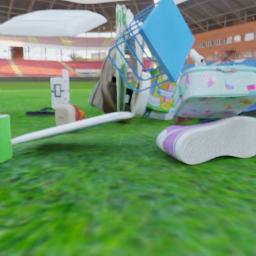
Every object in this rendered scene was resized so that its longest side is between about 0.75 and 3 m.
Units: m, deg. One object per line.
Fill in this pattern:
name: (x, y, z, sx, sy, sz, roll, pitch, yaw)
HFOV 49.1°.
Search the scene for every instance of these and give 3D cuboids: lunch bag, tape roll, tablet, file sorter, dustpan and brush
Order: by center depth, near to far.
file sorter: (0.438, -1.542, 5.163, 0.922, 1.043, 1.503, -15, 34, 39)
lunch bag: (1.603, -0.665, 5.498, 1.430, 0.687, 1.783, 2, -12, 0)
tablet: (-1.130, -0.008, 5.962, 2.329, 0.159, 1.515, -13, 0, 11)
dustpan and brush: (0.111, -2.662, 8.067, 0.680, 2.377, 1.659, 5, -34, 9)
tape roll: (0.368, -0.982, 8.322, 0.249, 1.363, 1.363, 11, 8, -7)
lunch bag: (3.624, -1.040, 10.328, 2.568, 1.699, 1.745, -10, -2, -44)

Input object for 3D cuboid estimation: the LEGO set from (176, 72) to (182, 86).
LEGO set: (1.703, -1.812, 11.574, 1.226, 0.992, 2.664, -35, 2, -23)

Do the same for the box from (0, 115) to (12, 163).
box: (-3.189, 0.312, 4.618, 1.636, 0.896, 1.854, 4, 11, 11)

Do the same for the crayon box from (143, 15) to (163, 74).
crayon box: (0.879, -2.493, 8.396, 0.395, 1.169, 1.355, -14, -27, 17)

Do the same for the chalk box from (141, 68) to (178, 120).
chalk box: (0.911, -1.116, 10.108, 1.090, 1.759, 1.098, 15, 1, -20)

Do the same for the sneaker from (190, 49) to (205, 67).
sneaker: (2.593, -2.565, 10.315, 0.329, 0.878, 0.437, -10, -20, -32)

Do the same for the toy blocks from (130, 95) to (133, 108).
toy blocks: (0.161, -1.234, 12.846, 0.859, 0.802, 0.723, -23, 23, 26)

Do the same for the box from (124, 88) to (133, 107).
box: (-0.108, -1.100, 10.552, 0.477, 0.770, 0.757, 13, 2, -5)

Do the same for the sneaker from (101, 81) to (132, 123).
sneaker: (-0.572, -0.725, 9.354, 0.844, 0.787, 2.235, -5, -29, 18)

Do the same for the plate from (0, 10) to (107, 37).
plate: (-2.546, -3.672, 9.665, 2.899, 0.469, 2.893, 7, 30, 15)

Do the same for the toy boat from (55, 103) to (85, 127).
toy boat: (-1.667, -0.346, 8.378, 0.789, 0.788, 1.207, -7, 12, -39)

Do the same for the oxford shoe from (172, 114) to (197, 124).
oxford shoe: (2.189, -0.502, 9.421, 1.373, 0.484, 0.514, -18, -13, 23)

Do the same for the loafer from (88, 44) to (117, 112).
loafer: (-0.676, -2.051, 11.802, 0.918, 2.919, 1.049, 32, 15, 24)

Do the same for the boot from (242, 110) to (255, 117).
boot: (5.710, -0.830, 12.369, 2.069, 0.722, 1.362, 15, 11, 17)

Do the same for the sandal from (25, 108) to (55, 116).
sandal: (-3.718, -0.709, 12.289, 1.550, 0.332, 0.589, -2, 10, -9)

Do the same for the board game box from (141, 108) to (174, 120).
board game box: (1.447, -0.621, 11.748, 1.540, 0.334, 1.533, -9, 14, -43)

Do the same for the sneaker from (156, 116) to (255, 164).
sneaker: (1.670, 0.156, 5.835, 2.254, 0.817, 1.285, -3, 6, -22)

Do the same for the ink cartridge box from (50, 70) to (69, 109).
ink cartridge box: (-3.736, -2.131, 15.410, 0.711, 2.095, 1.215, 0, 10, 2)

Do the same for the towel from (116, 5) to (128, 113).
towel: (-0.193, -2.006, 8.187, 0.306, 2.617, 1.996, 0, -34, -4)
